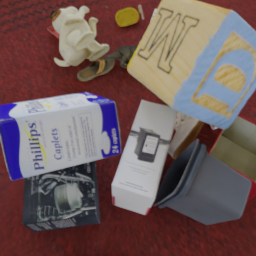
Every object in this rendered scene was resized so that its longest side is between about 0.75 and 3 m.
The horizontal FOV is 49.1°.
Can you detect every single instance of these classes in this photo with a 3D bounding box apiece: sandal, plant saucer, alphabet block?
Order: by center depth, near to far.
[{"bbox_3d":[2.009,-1.897,8.155,2.627,2.613,2.676,-59,41,16],"label":"alphabet block"},{"bbox_3d":[-1.318,-2.543,11.692,1.812,0.489,0.728,-31,65,-16],"label":"sandal"},{"bbox_3d":[-2.659,-4.456,12.905,1.511,0.278,1.514,-40,69,-20],"label":"plant saucer"}]

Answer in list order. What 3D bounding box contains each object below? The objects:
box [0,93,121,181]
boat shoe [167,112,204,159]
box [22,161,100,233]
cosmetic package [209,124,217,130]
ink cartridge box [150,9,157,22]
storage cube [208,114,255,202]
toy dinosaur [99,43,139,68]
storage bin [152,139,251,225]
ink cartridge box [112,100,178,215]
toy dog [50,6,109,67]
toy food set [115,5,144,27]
[{"bbox_3d":[-2.065,0.009,8.064,2.907,1.525,2.673,-13,16,-21],"label":"box"},{"bbox_3d":[2.080,-0.167,10.104,1.020,1.042,2.944,27,61,23],"label":"boat shoe"},{"bbox_3d":[-2.013,1.931,8.698,2.079,1.311,2.115,-6,61,-5],"label":"box"},{"bbox_3d":[3.559,-0.300,10.390,0.978,0.496,0.348,-18,73,-11],"label":"cosmetic package"},{"bbox_3d":[1.472,-5.066,13.167,0.725,0.409,0.987,14,61,7],"label":"ink cartridge box"},{"bbox_3d":[3.492,1.008,8.889,1.779,1.871,2.081,31,64,16],"label":"storage cube"},{"bbox_3d":[0.159,-3.039,11.843,2.775,1.068,1.419,-17,50,-3],"label":"toy dinosaur"},{"bbox_3d":[2.143,1.708,8.174,1.842,2.743,1.996,29,65,3],"label":"storage bin"},{"bbox_3d":[0.515,0.939,8.743,1.223,2.130,2.933,16,62,7],"label":"ink cartridge box"},{"bbox_3d":[-2.295,-3.996,11.928,2.430,1.749,2.507,-36,68,25],"label":"toy dog"},{"bbox_3d":[0.046,-5.213,13.292,1.381,0.451,0.812,-20,86,-9],"label":"toy food set"}]
